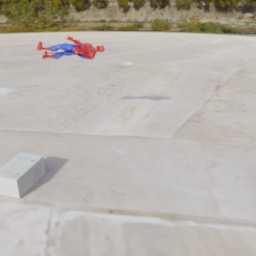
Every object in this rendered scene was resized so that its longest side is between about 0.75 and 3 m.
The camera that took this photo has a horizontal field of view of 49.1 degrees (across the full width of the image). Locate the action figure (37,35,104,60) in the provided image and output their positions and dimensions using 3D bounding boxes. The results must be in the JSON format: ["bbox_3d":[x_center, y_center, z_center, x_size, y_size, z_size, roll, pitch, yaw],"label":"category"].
[{"bbox_3d":[-1.974,-2.788,9.910,2.359,0.772,0.610,5,57,12],"label":"action figure"}]

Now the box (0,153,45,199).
[{"bbox_3d":[-3.109,1.338,8.072,0.811,0.635,1.304,8,25,15],"label":"box"}]
